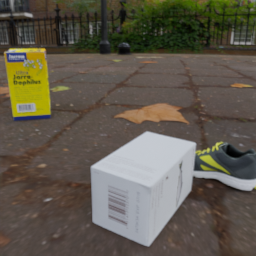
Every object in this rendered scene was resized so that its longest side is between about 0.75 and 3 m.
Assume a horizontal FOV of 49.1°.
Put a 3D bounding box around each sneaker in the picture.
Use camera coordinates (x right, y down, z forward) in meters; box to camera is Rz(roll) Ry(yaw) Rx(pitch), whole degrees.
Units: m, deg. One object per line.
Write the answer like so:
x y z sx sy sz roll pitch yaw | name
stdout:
2.297 0.794 7.349 2.405 1.018 0.896 11 24 37 | sneaker

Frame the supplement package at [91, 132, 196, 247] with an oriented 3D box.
0.418 1.132 6.059 1.338 1.333 2.280 12 23 29 | supplement package

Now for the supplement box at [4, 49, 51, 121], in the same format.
-4.355 -1.948 12.405 1.596 2.914 1.586 -5 21 -14 | supplement box
